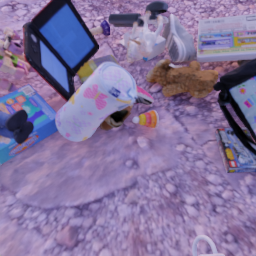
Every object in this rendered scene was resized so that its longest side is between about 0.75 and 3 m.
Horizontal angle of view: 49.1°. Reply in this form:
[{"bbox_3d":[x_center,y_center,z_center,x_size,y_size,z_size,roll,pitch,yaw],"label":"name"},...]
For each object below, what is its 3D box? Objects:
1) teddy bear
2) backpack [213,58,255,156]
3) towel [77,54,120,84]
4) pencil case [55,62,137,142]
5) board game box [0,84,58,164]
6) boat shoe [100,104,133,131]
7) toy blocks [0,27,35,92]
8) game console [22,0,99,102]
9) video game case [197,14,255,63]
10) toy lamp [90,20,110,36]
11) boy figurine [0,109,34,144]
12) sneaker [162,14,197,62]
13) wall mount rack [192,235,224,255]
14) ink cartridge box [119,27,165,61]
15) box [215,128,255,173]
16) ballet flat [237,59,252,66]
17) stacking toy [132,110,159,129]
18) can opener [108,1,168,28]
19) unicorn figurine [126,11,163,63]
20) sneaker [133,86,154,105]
[{"bbox_3d":[1.864,-1.733,9.947,2.534,0.846,1.837,9,44,17],"label":"teddy bear"},{"bbox_3d":[3.924,-0.483,7.589,2.402,1.822,2.878,-22,82,-44],"label":"backpack"},{"bbox_3d":[-0.873,-1.831,10.255,1.646,0.261,2.291,-18,54,-15],"label":"towel"},{"bbox_3d":[-0.924,-0.597,7.548,1.206,2.659,1.105,32,47,-24],"label":"pencil case"},{"bbox_3d":[-3.672,-0.100,8.655,2.600,0.585,1.978,-33,59,-25],"label":"board game box"},{"bbox_3d":[-0.411,-0.347,8.169,0.658,1.739,0.642,17,55,-19],"label":"boat shoe"},{"bbox_3d":[-3.877,-2.345,9.912,1.554,1.846,1.725,25,31,-35],"label":"toy blocks"},{"bbox_3d":[-1.919,-2.387,8.911,1.535,2.586,2.228,-22,57,11],"label":"game console"},{"bbox_3d":[3.995,-3.408,10.541,2.668,0.294,2.428,0,52,17],"label":"video game case"},{"bbox_3d":[-1.992,-3.829,11.561,2.507,0.730,0.730,-24,55,-18],"label":"toy lamp"},{"bbox_3d":[-3.596,-0.144,7.342,2.313,1.438,0.745,10,48,28],"label":"boy figurine"},{"bbox_3d":[2.096,-3.561,11.371,1.074,0.979,2.619,4,56,-17],"label":"sneaker"},{"bbox_3d":[1.220,3.274,5.388,0.803,1.872,2.154,10,55,-28],"label":"wall mount rack"},{"bbox_3d":[0.533,-3.548,11.397,1.015,0.593,1.749,-35,58,-25],"label":"ink cartridge box"},{"bbox_3d":[3.232,0.635,8.278,0.975,0.284,1.425,-1,51,-3],"label":"box"},{"bbox_3d":[5.286,-2.635,10.654,2.285,0.770,0.530,-8,44,0],"label":"ballet flat"},{"bbox_3d":[0.501,-0.246,8.708,0.790,0.577,0.577,-5,50,-21],"label":"stacking toy"},{"bbox_3d":[0.414,-4.316,10.884,2.559,0.673,0.850,8,90,32],"label":"can opener"},{"bbox_3d":[0.495,-2.970,9.517,0.990,2.681,1.842,15,75,-5],"label":"unicorn figurine"},{"bbox_3d":[-0.082,-0.928,8.862,1.889,0.826,0.697,9,27,-31],"label":"sneaker"}]
